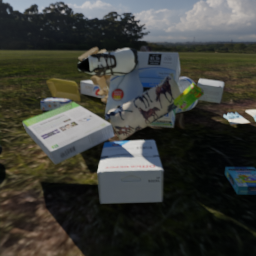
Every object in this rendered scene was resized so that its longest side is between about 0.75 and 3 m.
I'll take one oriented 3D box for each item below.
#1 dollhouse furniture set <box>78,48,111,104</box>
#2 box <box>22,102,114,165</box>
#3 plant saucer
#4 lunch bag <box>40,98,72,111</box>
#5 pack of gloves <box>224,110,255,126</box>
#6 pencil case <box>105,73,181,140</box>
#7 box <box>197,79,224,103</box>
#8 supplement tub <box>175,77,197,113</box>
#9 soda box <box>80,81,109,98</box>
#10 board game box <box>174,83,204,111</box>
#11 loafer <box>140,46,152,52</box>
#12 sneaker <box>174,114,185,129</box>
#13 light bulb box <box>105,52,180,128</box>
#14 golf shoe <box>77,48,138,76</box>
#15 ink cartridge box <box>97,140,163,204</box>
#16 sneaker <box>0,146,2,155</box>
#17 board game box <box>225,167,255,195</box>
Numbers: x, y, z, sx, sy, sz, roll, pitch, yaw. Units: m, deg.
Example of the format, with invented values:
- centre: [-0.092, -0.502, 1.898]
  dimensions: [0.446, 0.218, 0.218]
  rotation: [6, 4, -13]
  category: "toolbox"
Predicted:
- centre: [-0.547, -2.509, 13.563]
  dimensions: [1.919, 2.710, 2.950]
  rotation: [-36, 34, -13]
  category: "dollhouse furniture set"
- centre: [-1.790, 0.023, 8.035]
  dimensions: [1.775, 0.447, 2.460]
  rotation: [-25, 33, -26]
  category: "box"
- centre: [-2.764, -1.712, 12.268]
  dimensions: [1.338, 0.324, 1.338]
  rotation: [9, -22, 2]
  category: "plant saucer"
- centre: [-3.568, -1.186, 13.889]
  dimensions: [1.439, 0.544, 1.153]
  rotation: [5, 17, 11]
  category: "lunch bag"
- centre: [5.043, -0.314, 11.786]
  dimensions: [1.739, 0.408, 2.069]
  rotation: [-8, 13, 11]
  category: "pack of gloves"
- centre: [0.570, -0.715, 9.338]
  dimensions: [2.662, 1.191, 1.036]
  rotation: [-30, -14, 10]
  category: "pencil case"
- centre: [3.096, -1.415, 10.624]
  dimensions: [0.940, 0.615, 0.935]
  rotation: [12, 24, 16]
  category: "box"
- centre: [1.837, -1.410, 12.780]
  dimensions: [2.486, 1.640, 1.640]
  rotation: [-14, 23, -35]
  category: "supplement tub"
- centre: [-1.878, -2.334, 16.902]
  dimensions: [2.327, 0.792, 0.741]
  rotation: [16, 24, 40]
  category: "soda box"
- centre: [1.738, -0.882, 8.074]
  dimensions: [0.410, 0.807, 0.192]
  rotation: [29, 41, -22]
  category: "board game box"
- centre: [1.079, -3.062, 13.560]
  dimensions: [0.570, 1.809, 0.650]
  rotation: [-20, 12, -35]
  category: "loafer"
- centre: [2.006, -0.234, 11.317]
  dimensions: [0.496, 0.463, 1.313]
  rotation: [-13, 12, 16]
  category: "sneaker"
- centre: [0.635, -1.437, 10.780]
  dimensions: [2.484, 2.506, 1.564]
  rotation: [5, -10, 15]
  category: "light bulb box"
- centre: [-0.757, -2.224, 9.820]
  dimensions: [2.388, 0.928, 1.128]
  rotation: [-5, 7, 38]
  category: "golf shoe"
- centre: [0.052, 0.986, 6.762]
  dimensions: [1.383, 0.798, 1.907]
  rotation: [-2, 16, 0]
  category: "ink cartridge box"
- centre: [-4.586, 0.600, 8.377]
  dimensions: [1.592, 0.601, 0.916]
  rotation: [-7, 22, -15]
  category: "sneaker"
- centre: [2.911, 1.286, 6.904]
  dimensions: [0.750, 0.233, 0.993]
  rotation: [0, 18, 1]
  category: "board game box"
